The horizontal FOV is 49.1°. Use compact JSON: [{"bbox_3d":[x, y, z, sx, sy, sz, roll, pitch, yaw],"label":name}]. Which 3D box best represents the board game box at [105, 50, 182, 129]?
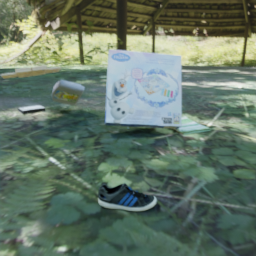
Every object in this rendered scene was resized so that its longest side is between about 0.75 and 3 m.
[{"bbox_3d":[0.621,-1.501,11.099,2.958,2.944,0.642,3,-10,-7],"label":"board game box"}]

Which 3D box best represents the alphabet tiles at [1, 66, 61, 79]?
[{"bbox_3d":[-4.189,-2.429,12.152,2.408,0.180,2.462,-11,8,-17],"label":"alphabet tiles"}]

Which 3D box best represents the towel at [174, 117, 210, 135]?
[{"bbox_3d":[2.403,-0.129,11.898,1.332,0.204,1.746,-7,19,-22],"label":"towel"}]

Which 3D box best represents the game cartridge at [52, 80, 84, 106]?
[{"bbox_3d":[-3.123,-1.730,14.190,1.372,0.416,2.058,15,-23,-18],"label":"game cartridge"}]

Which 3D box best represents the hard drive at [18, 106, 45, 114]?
[{"bbox_3d":[-5.090,-0.965,14.786,1.177,0.223,0.822,-13,20,-35],"label":"hard drive"}]

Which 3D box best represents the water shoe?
[{"bbox_3d":[-0.022,1.462,6.004,1.268,0.500,0.453,0,16,1],"label":"water shoe"}]
